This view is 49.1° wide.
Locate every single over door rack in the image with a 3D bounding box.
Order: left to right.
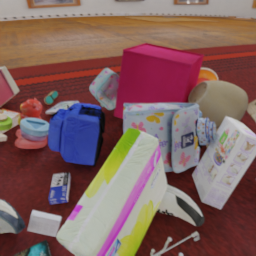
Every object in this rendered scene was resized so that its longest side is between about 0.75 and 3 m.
[{"bbox_3d":[1.426,3.139,6.784,1.471,0.490,1.087,-13,33,-21],"label":"over door rack"}]

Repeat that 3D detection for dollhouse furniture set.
[{"bbox_3d":[4.604,0.476,10.549,2.836,1.998,1.987,-29,16,18],"label":"dollhouse furniture set"}]

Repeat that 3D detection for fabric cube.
[{"bbox_3d":[1.406,-1.923,12.566,2.941,2.989,2.998,17,26,18],"label":"fabric cube"}]

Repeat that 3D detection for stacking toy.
[{"bbox_3d":[-4.522,-0.347,11.479,2.488,1.161,2.748,5,25,-31],"label":"stacking toy"},{"bbox_3d":[3.839,-1.776,14.701,1.805,1.805,2.470,5,49,8],"label":"stacking toy"}]

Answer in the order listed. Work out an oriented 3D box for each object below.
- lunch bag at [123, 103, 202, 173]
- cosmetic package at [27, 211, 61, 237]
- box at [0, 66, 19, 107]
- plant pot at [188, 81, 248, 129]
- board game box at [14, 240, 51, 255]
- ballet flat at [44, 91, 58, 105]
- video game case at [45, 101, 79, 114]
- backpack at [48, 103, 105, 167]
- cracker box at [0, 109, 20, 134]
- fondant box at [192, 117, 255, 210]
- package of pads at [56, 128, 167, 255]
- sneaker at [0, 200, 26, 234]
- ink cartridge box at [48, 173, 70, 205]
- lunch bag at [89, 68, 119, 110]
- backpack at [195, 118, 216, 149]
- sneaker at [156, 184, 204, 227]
[{"bbox_3d":[1.184,0.293,9.692,2.687,2.279,1.708,-1,16,-4],"label":"lunch bag"},{"bbox_3d":[-2.194,2.512,7.337,0.765,0.577,0.198,17,26,-10],"label":"cosmetic package"},{"bbox_3d":[-6.975,-1.678,13.644,1.770,1.508,2.769,-15,27,16],"label":"box"},{"bbox_3d":[3.364,-1.022,11.375,1.560,2.323,2.323,32,23,-21],"label":"plant pot"},{"bbox_3d":[-2.171,3.368,6.391,0.947,0.197,1.401,-23,37,-13],"label":"board game box"},{"bbox_3d":[-4.248,-1.564,15.111,0.444,0.479,1.359,-18,21,22],"label":"ballet flat"},{"bbox_3d":[-3.250,-1.008,13.858,1.161,0.140,1.274,0,27,29],"label":"video game case"},{"bbox_3d":[-1.825,-0.019,10.472,1.994,1.931,2.376,15,19,-5],"label":"backpack"},{"bbox_3d":[-5.836,-0.218,12.594,1.148,0.494,1.714,14,32,22],"label":"cracker box"},{"bbox_3d":[2.844,0.989,8.363,0.672,2.308,1.665,22,18,-4],"label":"fondant box"},{"bbox_3d":[-0.108,1.840,6.601,1.012,2.292,2.967,18,57,27],"label":"package of pads"},{"bbox_3d":[-3.995,2.580,7.370,2.781,1.079,1.200,1,34,22],"label":"sneaker"},{"bbox_3d":[-2.169,1.910,8.930,0.547,0.257,1.164,-7,31,-3],"label":"ink cartridge box"},{"bbox_3d":[-0.911,-1.778,13.538,0.749,1.943,1.559,37,85,34],"label":"lunch bag"},{"bbox_3d":[2.380,0.088,8.667,0.643,0.795,0.835,-11,45,27],"label":"backpack"},{"bbox_3d":[0.886,2.155,8.253,2.801,1.032,1.120,26,66,32],"label":"sneaker"}]
